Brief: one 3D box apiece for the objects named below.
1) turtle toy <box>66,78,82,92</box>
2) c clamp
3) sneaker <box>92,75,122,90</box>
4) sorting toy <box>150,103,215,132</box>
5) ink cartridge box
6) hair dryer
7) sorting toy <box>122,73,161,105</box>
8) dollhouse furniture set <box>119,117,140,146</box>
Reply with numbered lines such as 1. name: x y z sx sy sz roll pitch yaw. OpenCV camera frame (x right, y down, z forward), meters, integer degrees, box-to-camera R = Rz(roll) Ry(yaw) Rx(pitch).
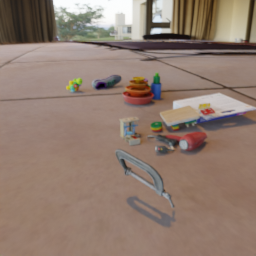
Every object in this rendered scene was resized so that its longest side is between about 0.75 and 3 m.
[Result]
1. turtle toy: -2.572 -2.100 13.712 0.460 0.910 0.663 44 30 8
2. c clamp: 0.265 0.914 5.182 1.288 1.100 0.174 30 63 32
3. sneaker: -1.028 -2.287 14.566 1.637 0.609 0.717 -18 36 -15
4. sorting toy: 1.804 -0.323 9.427 2.249 0.380 1.084 -14 23 -2
5. ink cartridge box: 3.133 -0.663 10.334 2.173 0.479 2.213 -11 25 -17
6. hair dryer: 1.465 0.277 8.015 1.714 0.466 1.306 -1 20 -6
7. sorting toy: 0.650 -1.930 12.593 1.693 1.157 2.818 4 21 3
8. dollhouse furniture set: 0.150 0.082 8.362 0.563 0.566 0.803 -9 22 -21
